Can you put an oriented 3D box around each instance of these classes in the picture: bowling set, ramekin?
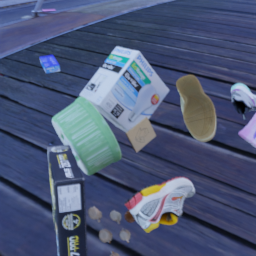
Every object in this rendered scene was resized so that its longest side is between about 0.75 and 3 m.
[{"bbox_3d":[-0.242,2.638,7.306,1.132,0.873,1.626,-24,68,-4],"label":"bowling set"},{"bbox_3d":[-1.343,0.322,8.679,1.145,2.344,2.344,-33,47,-17],"label":"ramekin"}]

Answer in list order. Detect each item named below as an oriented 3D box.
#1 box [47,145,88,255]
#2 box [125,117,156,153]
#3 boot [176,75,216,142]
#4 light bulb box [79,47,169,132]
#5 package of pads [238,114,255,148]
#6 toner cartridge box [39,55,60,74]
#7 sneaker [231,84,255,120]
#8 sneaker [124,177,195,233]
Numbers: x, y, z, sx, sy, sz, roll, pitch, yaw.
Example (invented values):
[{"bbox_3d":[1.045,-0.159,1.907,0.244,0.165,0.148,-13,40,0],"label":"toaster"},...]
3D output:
[{"bbox_3d":[-1.431,1.999,6.584,0.664,2.704,2.180,-5,17,-16],"label":"box"},{"bbox_3d":[0.415,0.217,8.884,0.921,0.753,0.098,-38,23,-25],"label":"box"},{"bbox_3d":[2.399,-0.230,9.416,0.969,2.069,2.662,-20,47,10],"label":"boot"},{"bbox_3d":[-0.084,-1.430,11.287,1.578,2.507,2.529,30,82,47],"label":"light bulb box"},{"bbox_3d":[4.376,0.324,8.825,1.515,0.913,0.573,43,11,25],"label":"package of pads"},{"bbox_3d":[-2.902,-2.356,10.330,0.514,0.234,1.083,-16,38,-19],"label":"toner cartridge box"},{"bbox_3d":[4.281,-0.696,9.894,1.684,0.654,1.178,27,57,-9],"label":"sneaker"},{"bbox_3d":[0.967,1.977,7.198,2.454,0.955,1.008,-7,59,-46],"label":"sneaker"}]
